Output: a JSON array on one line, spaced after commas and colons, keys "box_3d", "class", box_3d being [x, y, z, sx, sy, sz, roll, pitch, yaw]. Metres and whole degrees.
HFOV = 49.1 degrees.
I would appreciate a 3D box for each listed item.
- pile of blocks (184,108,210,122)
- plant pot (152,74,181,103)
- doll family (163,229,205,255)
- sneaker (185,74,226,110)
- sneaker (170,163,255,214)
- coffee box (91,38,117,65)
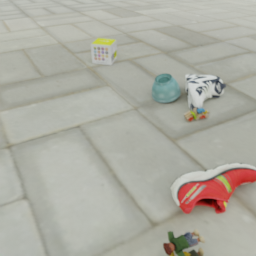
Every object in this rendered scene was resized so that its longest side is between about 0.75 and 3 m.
[{"box_3d": [2.635, -0.488, 10.439, 1.129, 0.463, 0.351, -14, 37, -20], "class": "pile of blocks"}, {"box_3d": [1.525, -1.738, 11.683, 1.227, 0.822, 1.227, -10, 42, 10], "class": "plant pot"}, {"box_3d": [1.251, 2.870, 5.386, 1.035, 0.703, 1.791, -11, 39, -24], "class": "doll family"}, {"box_3d": [3.248, -1.547, 11.471, 1.640, 1.006, 2.520, -5, 24, 8], "class": "sneaker"}, {"box_3d": [2.320, 1.632, 7.201, 2.521, 0.971, 1.070, -10, 58, -16], "class": "sneaker"}, {"box_3d": [-1.294, -4.156, 15.203, 1.106, 1.096, 1.108, 8, 35, 12], "class": "coffee box"}]
